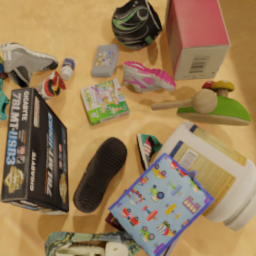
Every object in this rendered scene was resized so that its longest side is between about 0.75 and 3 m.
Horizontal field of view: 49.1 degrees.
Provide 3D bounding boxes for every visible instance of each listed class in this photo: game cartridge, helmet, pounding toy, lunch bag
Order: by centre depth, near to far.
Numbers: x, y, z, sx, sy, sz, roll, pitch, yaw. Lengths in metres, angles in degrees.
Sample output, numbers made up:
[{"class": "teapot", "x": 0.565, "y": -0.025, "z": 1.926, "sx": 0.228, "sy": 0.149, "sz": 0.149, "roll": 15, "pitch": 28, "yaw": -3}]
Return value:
[{"class": "lunch bag", "x": 0.882, "y": 1.815, "z": 6.962, "sx": 1.642, "sy": 1.026, "sz": 2.181, "roll": 45, "pitch": 102, "yaw": 16}, {"class": "pounding toy", "x": 2.410, "y": -0.899, "z": 8.381, "sx": 2.830, "sy": 2.184, "sz": 1.313, "roll": 11, "pitch": 87, "yaw": -39}, {"class": "game cartridge", "x": -0.825, "y": -2.498, "z": 10.362, "sx": 0.890, "sy": 0.278, "sz": 1.336, "roll": 1, "pitch": 70, "yaw": 28}, {"class": "helmet", "x": 0.240, "y": -3.793, "z": 10.363, "sx": 1.694, "sy": 1.777, "sz": 1.777, "roll": -23, "pitch": 65, "yaw": 22}]

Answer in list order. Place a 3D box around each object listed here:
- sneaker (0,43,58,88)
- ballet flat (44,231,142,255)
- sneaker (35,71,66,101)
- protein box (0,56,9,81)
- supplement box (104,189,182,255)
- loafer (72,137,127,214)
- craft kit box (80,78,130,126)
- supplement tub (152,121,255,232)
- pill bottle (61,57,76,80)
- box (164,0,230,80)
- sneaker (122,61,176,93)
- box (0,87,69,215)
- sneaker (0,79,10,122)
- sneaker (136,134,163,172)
[{"class": "sneaker", "x": -3.283, "y": -1.903, "z": 9.473, "sx": 0.866, "sy": 2.309, "sz": 1.333, "roll": -5, "pitch": 86, "yaw": 29}, {"class": "ballet flat", "x": -0.809, "y": 3.117, "z": 6.974, "sx": 2.536, "sy": 0.941, "sz": 0.941, "roll": 1, "pitch": 66, "yaw": -6}, {"class": "sneaker", "x": -2.660, "y": -1.388, "z": 9.398, "sx": 0.783, "sy": 1.907, "sz": 0.742, "roll": -23, "pitch": 106, "yaw": 11}, {"class": "protein box", "x": -5.610, "y": -2.319, "z": 9.924, "sx": 1.897, "sy": 1.280, "sz": 1.883, "roll": -38, "pitch": 72, "yaw": -15}, {"class": "supplement box", "x": 0.450, "y": 2.802, "z": 8.053, "sx": 2.010, "sy": 0.612, "sz": 1.094, "roll": 32, "pitch": 71, "yaw": 12}, {"class": "loafer", "x": -0.943, "y": 1.340, "z": 8.448, "sx": 0.969, "sy": 0.942, "sz": 2.655, "roll": 43, "pitch": 52, "yaw": -12}, {"class": "craft kit box", "x": -0.826, "y": -0.932, "z": 9.862, "sx": 1.403, "sy": 0.345, "sz": 1.421, "roll": -19, "pitch": 68, "yaw": -5}, {"class": "supplement tub", "x": 2.233, "y": 1.329, "z": 7.919, "sx": 2.803, "sy": 2.024, "sz": 2.024, "roll": 35, "pitch": 71, "yaw": 14}, {"class": "pill bottle", "x": -2.209, "y": -2.167, "z": 10.243, "sx": 0.451, "sy": 0.451, "sz": 0.813, "roll": 5, "pitch": 57, "yaw": 2}, {"class": "box", "x": 2.334, "y": -3.452, "z": 10.082, "sx": 1.603, "sy": 1.881, "sz": 2.942, "roll": -4, "pitch": 65, "yaw": -2}, {"class": "sneaker", "x": 0.689, "y": -1.640, "z": 9.872, "sx": 2.010, "sy": 0.887, "sz": 0.818, "roll": 23, "pitch": 33, "yaw": 13}, {"class": "box", "x": -2.366, "y": 0.799, "z": 7.694, "sx": 0.707, "sy": 2.823, "sz": 2.844, "roll": -7, "pitch": 66, "yaw": 3}, {"class": "sneaker", "x": -4.415, "y": -0.965, "z": 9.710, "sx": 0.637, "sy": 0.620, "sz": 1.600, "roll": -7, "pitch": 76, "yaw": 4}, {"class": "sneaker", "x": 0.758, "y": 0.785, "z": 8.969, "sx": 0.797, "sy": 0.552, "sz": 1.321, "roll": -8, "pitch": 70, "yaw": -7}]
